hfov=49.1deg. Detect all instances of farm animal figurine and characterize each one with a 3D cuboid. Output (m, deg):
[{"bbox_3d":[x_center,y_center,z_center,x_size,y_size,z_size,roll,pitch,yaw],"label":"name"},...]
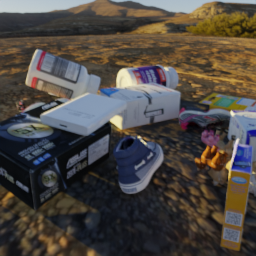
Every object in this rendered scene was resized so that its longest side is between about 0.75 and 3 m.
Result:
[{"bbox_3d":[2.699,0.989,7.278,2.150,1.134,2.174,24,24,22],"label":"farm animal figurine"}]

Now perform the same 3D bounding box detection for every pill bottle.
[{"bbox_3d":[-2.646,-2.037,11.659,2.773,1.535,1.535,18,18,-17],"label":"pill bottle"},{"bbox_3d":[1.037,-2.295,14.097,2.904,1.618,1.618,-14,27,-29],"label":"pill bottle"}]

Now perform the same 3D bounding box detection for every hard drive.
[{"bbox_3d":[-1.137,-0.448,7.732,1.415,0.286,2.145,14,27,21],"label":"hard drive"}]

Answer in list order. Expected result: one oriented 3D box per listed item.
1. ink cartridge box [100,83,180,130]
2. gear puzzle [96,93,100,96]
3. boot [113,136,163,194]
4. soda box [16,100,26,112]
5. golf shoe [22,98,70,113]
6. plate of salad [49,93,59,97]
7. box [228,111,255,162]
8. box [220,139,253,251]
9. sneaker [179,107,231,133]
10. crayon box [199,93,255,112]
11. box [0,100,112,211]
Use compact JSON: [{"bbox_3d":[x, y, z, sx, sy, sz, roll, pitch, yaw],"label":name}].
[{"bbox_3d":[0.468,-1.010,11.674,2.772,1.169,2.024,-13,26,-27],"label":"ink cartridge box"},{"bbox_3d":[-2.075,-1.563,13.926,2.479,0.325,1.284,20,23,31],"label":"gear puzzle"},{"bbox_3d":[0.333,0.627,7.615,0.919,1.141,2.526,-8,17,18],"label":"boot"},{"bbox_3d":[-4.914,-1.016,12.829,0.316,0.283,0.894,-12,25,-23],"label":"soda box"},{"bbox_3d":[-2.752,-0.377,10.387,1.344,1.106,2.938,17,29,28],"label":"golf shoe"},{"bbox_3d":[-3.360,-2.088,15.130,1.897,0.456,1.897,1,23,0],"label":"plate of salad"},{"bbox_3d":[4.354,0.291,8.732,1.915,1.092,2.082,1,24,4],"label":"box"},{"bbox_3d":[2.140,1.224,5.462,0.403,1.943,1.157,10,25,22],"label":"box"},{"bbox_3d":[2.956,-0.193,10.436,2.130,0.859,0.795,4,52,8],"label":"sneaker"},{"bbox_3d":[4.534,-0.654,11.391,2.891,0.746,1.817,16,28,32],"label":"crayon box"},{"bbox_3d":[-2.164,0.494,7.540,2.271,1.194,2.773,24,35,28],"label":"box"}]
